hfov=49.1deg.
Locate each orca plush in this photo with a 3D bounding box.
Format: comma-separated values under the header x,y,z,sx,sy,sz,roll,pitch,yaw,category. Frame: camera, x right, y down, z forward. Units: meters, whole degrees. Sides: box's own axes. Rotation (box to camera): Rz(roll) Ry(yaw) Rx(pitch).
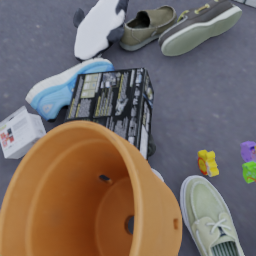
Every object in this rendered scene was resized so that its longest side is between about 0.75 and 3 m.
x,y,z,sx,sy,sz,roll,pitch,yaw,category
-0.695,-3.202,8.331,1.554,1.050,2.953,9,84,12,orca plush

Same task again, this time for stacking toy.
x,y,z,sx,sy,sz,roll,pitch,yaw,category
2.752,0.607,5.473,1.925,2.554,0.600,-15,94,-10,stacking toy

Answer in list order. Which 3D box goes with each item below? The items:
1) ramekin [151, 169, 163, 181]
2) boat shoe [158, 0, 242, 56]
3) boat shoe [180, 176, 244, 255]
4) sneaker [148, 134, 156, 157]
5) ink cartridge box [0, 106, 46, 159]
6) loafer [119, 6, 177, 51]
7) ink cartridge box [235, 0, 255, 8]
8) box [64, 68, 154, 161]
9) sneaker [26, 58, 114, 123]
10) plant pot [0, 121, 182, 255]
x,y,z,sx,sy,sz,roll,pitch,yaw,category
0.367,1.269,6.057,0.913,0.425,0.913,5,60,-8,ramekin
1.979,-3.011,8.202,2.882,1.027,0.868,-28,72,-19,boat shoe
1.717,2.072,5.265,0.941,0.811,2.614,-12,62,-9,boat shoe
-0.100,0.410,6.644,1.492,0.567,0.677,-4,36,5,sneaker
-2.337,0.101,6.139,0.931,0.390,0.818,-31,71,17,ink cartridge box
0.684,-3.164,8.483,0.847,0.785,2.253,38,64,22,loafer
4.281,-4.741,9.526,1.485,0.617,1.088,26,63,14,ink cartridge box
-0.401,-0.186,6.053,1.671,0.879,2.041,-3,59,17,box
-1.325,-0.951,7.312,2.491,0.976,1.121,-34,96,-27,sneaker
-0.444,1.553,4.587,2.864,2.005,2.864,-15,63,32,plant pot
